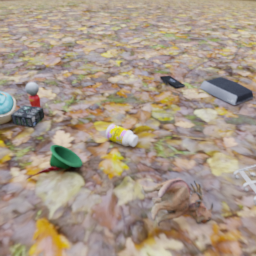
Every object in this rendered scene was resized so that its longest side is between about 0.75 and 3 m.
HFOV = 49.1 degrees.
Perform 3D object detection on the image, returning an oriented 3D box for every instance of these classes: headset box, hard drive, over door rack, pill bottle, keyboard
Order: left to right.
[{"bbox_3d":[-4.475,-0.531,12.440,1.099,0.510,0.957,9,34,13],"label":"headset box"},{"bbox_3d":[-0.234,0.335,10.990,1.202,0.627,0.627,20,38,27],"label":"pill bottle"},{"bbox_3d":[2.401,-2.610,15.983,0.976,0.208,1.625,-9,33,-26],"label":"keyboard"},{"bbox_3d":[5.177,-2.018,14.750,1.614,0.506,2.393,-18,37,-26],"label":"hard drive"},{"bbox_3d":[4.502,1.628,8.867,1.796,0.598,1.327,-24,34,2],"label":"over door rack"}]

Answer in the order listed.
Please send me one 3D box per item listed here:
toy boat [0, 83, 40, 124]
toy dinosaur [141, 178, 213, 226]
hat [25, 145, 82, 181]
[{"bbox_3d":[-5.462,-1.238,12.796,2.827,1.314,2.376,-15,35,-21],"label":"toy boat"},{"bbox_3d":[1.333,1.803,7.352,1.576,2.325,0.998,-22,50,6],"label":"toy dinosaur"},{"bbox_3d":[-2.529,1.398,9.792,1.431,1.260,1.185,31,12,-17],"label":"hat"}]
